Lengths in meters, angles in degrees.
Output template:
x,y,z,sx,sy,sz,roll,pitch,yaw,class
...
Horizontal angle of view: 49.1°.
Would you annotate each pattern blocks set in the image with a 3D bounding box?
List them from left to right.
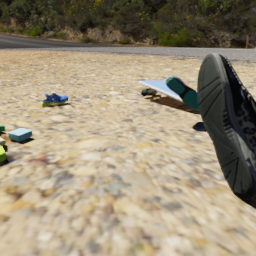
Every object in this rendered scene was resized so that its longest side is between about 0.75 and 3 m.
x,y,z,sx,sy,sz,roll,pitch,yaw,class
-3.496,0.389,5.707,2.411,0.222,2.743,7,20,19,pattern blocks set

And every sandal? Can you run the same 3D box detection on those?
x,y,z,sx,sy,sz,roll,pitch,yaw,class
-2.472,-1.007,9.488,0.919,0.400,0.365,-12,25,-26,sandal

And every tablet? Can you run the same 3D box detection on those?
x,y,z,sx,sy,sz,roll,pitch,yaw,class
1.776,-1.242,9.838,1.700,0.178,2.613,-6,26,-39,tablet

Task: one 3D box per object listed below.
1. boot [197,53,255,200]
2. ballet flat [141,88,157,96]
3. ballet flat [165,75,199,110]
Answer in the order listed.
x,y,z,sx,sy,sz,roll,pitch,yaw,class
2.222,-0.171,4.562,1.783,2.361,0.852,-8,-18,-13,boot
0.904,-1.383,10.658,0.345,0.343,1.009,-11,8,43,ballet flat
1.533,-1.010,7.672,1.294,0.465,0.465,38,9,-19,ballet flat
